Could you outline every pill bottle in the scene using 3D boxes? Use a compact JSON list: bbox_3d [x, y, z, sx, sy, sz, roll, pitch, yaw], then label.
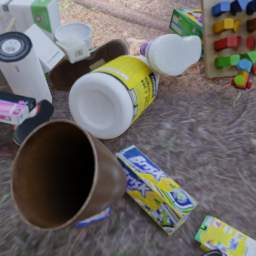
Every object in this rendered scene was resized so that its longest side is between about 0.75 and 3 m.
[{"bbox_3d":[-0.166,-1.020,7.577,1.623,1.623,2.886,16,32,17],"label":"pill bottle"}]

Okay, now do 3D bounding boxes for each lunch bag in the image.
[{"bbox_3d":[-0.855,1.580,5.771,0.828,0.513,0.704,-13,44,-25],"label":"lunch bag"}]

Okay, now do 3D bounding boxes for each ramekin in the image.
[{"bbox_3d":[-2.006,-3.291,10.538,1.368,0.718,1.368,-1,51,1],"label":"ramekin"}]

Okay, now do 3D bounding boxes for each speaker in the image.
[{"bbox_3d":[-2.717,-1.325,7.452,0.979,2.411,0.979,1,64,-3],"label":"speaker"}]

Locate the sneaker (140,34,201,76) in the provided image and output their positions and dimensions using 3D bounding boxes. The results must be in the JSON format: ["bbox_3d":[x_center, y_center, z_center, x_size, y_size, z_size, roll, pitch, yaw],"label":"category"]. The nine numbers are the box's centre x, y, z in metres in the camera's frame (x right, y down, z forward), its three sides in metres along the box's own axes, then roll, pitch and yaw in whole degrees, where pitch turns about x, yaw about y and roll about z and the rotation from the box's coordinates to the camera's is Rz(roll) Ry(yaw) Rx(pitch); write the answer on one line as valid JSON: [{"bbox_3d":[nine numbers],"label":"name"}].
[{"bbox_3d":[0.878,-2.129,8.182,1.679,1.068,2.946,9,18,30],"label":"sneaker"}]

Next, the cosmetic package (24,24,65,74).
[{"bbox_3d":[-2.549,-2.111,7.813,1.090,1.094,0.672,-4,45,57],"label":"cosmetic package"}]

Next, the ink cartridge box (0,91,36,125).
[{"bbox_3d":[-3.178,-0.558,6.572,1.782,0.331,0.844,10,35,7],"label":"ink cartridge box"}]

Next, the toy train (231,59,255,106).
[{"bbox_3d":[3.206,-1.279,8.011,0.559,1.320,0.764,17,8,26],"label":"toy train"}]

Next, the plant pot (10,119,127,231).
[{"bbox_3d":[-0.756,0.864,4.843,1.621,1.734,1.621,-8,72,26],"label":"plant pot"}]

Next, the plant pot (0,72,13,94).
[{"bbox_3d":[-4.319,-2.080,8.964,1.825,1.583,1.825,0,41,0],"label":"plant pot"}]

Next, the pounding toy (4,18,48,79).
[{"bbox_3d":[-3.012,-2.248,8.702,0.940,2.025,1.563,-1,53,32],"label":"pounding toy"}]

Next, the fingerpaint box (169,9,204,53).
[{"bbox_3d":[3.132,-3.978,11.327,2.021,0.888,2.422,-5,42,-19],"label":"fingerpaint box"}]

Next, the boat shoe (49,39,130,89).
[{"bbox_3d":[-1.179,-2.037,9.032,2.796,1.032,1.034,-16,22,19],"label":"boat shoe"}]

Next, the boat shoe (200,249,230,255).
[{"bbox_3d":[0.549,2.638,4.115,2.820,0.798,0.968,-29,8,-25],"label":"boat shoe"}]

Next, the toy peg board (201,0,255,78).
[{"bbox_3d":[3.931,-3.094,9.079,2.646,2.635,1.294,-7,9,-8],"label":"toy peg board"}]

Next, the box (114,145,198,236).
[{"bbox_3d":[0.451,1.211,5.771,1.848,0.647,0.594,41,40,25],"label":"box"}]

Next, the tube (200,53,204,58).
[{"bbox_3d":[2.450,-2.964,10.863,1.375,0.347,0.533,21,40,17],"label":"tube"}]

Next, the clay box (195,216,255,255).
[{"bbox_3d":[1.854,2.183,5.264,1.075,0.256,0.618,26,55,27],"label":"clay box"}]

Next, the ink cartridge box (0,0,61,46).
[{"bbox_3d":[-4.011,-3.923,10.678,2.666,1.948,1.124,6,44,6],"label":"ink cartridge box"}]

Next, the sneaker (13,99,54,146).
[{"bbox_3d":[-2.554,0.039,7.072,0.980,0.610,1.828,-33,24,25],"label":"sneaker"}]

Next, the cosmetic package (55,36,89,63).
[{"bbox_3d":[-1.698,-2.376,8.451,0.626,0.423,1.189,-27,36,-16],"label":"cosmetic package"}]
